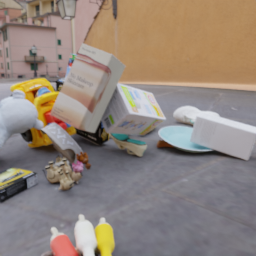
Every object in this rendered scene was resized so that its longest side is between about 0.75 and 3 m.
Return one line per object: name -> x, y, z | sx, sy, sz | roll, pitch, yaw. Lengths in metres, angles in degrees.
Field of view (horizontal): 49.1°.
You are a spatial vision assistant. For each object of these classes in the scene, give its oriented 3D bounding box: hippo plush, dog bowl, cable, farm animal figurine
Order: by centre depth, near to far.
cable -> -0.498, 2.182, 3.919 | 1.359, 0.704, 2.797 | -6, 15, -24
farm animal figurine -> -1.712, 1.311, 7.839 | 1.424, 0.751, 1.440 | -8, 17, 22
dog bowl -> -2.076, 0.497, 8.933 | 0.466, 1.589, 1.589 | -45, 32, -19
hippo plush -> -4.324, -0.318, 9.066 | 2.395, 2.373, 2.979 | -42, 22, -17

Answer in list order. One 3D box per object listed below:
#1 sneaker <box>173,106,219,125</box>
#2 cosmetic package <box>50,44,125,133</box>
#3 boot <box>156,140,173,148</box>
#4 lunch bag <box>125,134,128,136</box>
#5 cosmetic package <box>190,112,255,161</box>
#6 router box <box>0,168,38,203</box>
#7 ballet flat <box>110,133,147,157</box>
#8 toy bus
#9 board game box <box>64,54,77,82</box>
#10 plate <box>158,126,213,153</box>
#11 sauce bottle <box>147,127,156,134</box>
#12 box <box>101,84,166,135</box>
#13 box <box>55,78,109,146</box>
sneaker -> 3.574, -0.501, 15.268 | 2.601, 0.979, 1.151 | 8, 29, 32
cosmetic package -> -1.231, -1.183, 8.658 | 1.232, 2.384, 1.040 | 24, 1, 23
boot -> 1.552, 0.694, 11.411 | 0.597, 0.295, 0.769 | 14, 12, 34
lunch bag -> -0.424, -0.372, 13.131 | 1.308, 1.114, 0.797 | 20, 30, 17
cosmetic package -> 3.524, 0.269, 10.400 | 2.190, 1.113, 0.811 | 20, 23, 22
router box -> -3.308, 1.508, 7.603 | 1.035, 0.344, 1.316 | 6, 14, 24
ballet flat -> -0.066, 0.633, 10.730 | 0.642, 0.642, 1.849 | -12, 23, -41
toy bus -> -3.112, -0.630, 10.731 | 1.806, 2.661, 2.555 | -24, 13, -36
board game box -> -1.925, -1.783, 10.529 | 0.331, 1.810, 1.369 | 3, 16, -41
plate -> 2.457, 0.507, 11.400 | 2.506, 0.320, 2.506 | 6, 20, -2
sauce bottle -> 0.963, -0.063, 13.842 | 0.644, 0.644, 1.990 | 4, 16, 18
box -> 0.110, -0.591, 10.098 | 1.172, 1.301, 2.313 | -38, -25, 29
box -> -1.940, -0.724, 11.808 | 2.689, 2.147, 0.664 | 22, 29, 31
